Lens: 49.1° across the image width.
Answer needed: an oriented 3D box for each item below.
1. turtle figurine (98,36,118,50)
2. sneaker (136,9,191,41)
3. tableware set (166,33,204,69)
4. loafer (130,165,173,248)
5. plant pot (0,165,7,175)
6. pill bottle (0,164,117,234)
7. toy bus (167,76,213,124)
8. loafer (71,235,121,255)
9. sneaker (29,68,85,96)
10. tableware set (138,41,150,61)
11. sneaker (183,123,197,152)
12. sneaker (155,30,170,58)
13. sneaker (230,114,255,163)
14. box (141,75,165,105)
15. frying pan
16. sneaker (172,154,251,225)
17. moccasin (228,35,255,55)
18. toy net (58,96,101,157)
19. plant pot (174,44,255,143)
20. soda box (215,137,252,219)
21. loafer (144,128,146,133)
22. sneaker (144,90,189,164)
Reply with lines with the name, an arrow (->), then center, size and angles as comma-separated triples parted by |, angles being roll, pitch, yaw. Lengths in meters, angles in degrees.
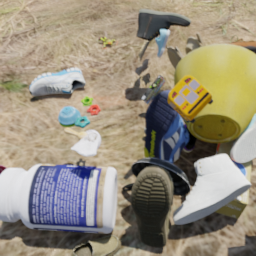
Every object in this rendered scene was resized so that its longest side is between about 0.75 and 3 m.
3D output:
turtle figurine -> -1.095, -4.301, 13.977 | 0.855, 0.341, 1.060 | 34, 56, 27
sneaker -> 1.235, -3.529, 9.946 | 1.868, 0.992, 0.698 | 10, 9, 6
tableware set -> 2.272, -1.765, 9.286 | 0.344, 2.479, 2.967 | -33, 13, -4
loafer -> 0.613, 1.867, 6.924 | 0.985, 2.592, 0.874 | 7, 34, 11
plant pot -> -4.149, 1.557, 8.329 | 0.832, 0.930, 0.930 | 0, 46, 20
pill bottle -> -1.812, 1.840, 7.454 | 2.956, 1.710, 1.710 | 2, 48, 2
toy bus -> 1.312, -0.584, 6.189 | 0.777, 1.984, 0.646 | 43, 97, 4
loafer -> -0.820, 3.111, 7.142 | 1.342, 0.452, 0.510 | -18, 50, -16
sneaker -> -2.790, -1.706, 11.314 | 2.307, 0.865, 1.000 | -23, 57, -20
tableware set -> 0.916, -3.675, 11.545 | 0.263, 1.897, 2.271 | 27, 10, -8
sneaker -> 2.132, 0.085, 9.352 | 0.483, 0.690, 1.388 | 7, 73, 6
sneaker -> 1.043, -2.759, 9.133 | 0.382, 0.933, 0.345 | 15, 32, -2
sneaker -> 3.619, 0.301, 8.345 | 2.031, 0.832, 0.751 | -42, 91, -18
box -> 0.662, -0.990, 7.339 | 0.136, 0.431, 0.784 | 39, 94, 17
frying pan -> 0.744, 1.458, 7.432 | 1.557, 2.573, 0.419 | 25, 61, 5
sneaker -> 1.936, 1.573, 7.411 | 2.147, 0.791, 1.241 | -33, 52, 10
moccasin -> 5.160, -3.635, 12.916 | 2.776, 1.015, 1.071 | -11, 47, -9
toy net -> -1.105, 0.021, 7.284 | 1.136, 0.418, 2.166 | -21, 47, -13
plant pot -> 2.589, -0.732, 8.204 | 2.741, 2.741, 1.946 | 10, 56, 9
soda box -> 3.162, 1.163, 8.587 | 0.992, 0.938, 2.929 | 15, 50, 15
loafer -> 1.270, 0.120, 9.836 | 1.454, 0.508, 0.507 | 10, 45, -7
sneaker -> 1.200, 0.054, 8.347 | 1.165, 2.832, 1.047 | -19, 47, -25
